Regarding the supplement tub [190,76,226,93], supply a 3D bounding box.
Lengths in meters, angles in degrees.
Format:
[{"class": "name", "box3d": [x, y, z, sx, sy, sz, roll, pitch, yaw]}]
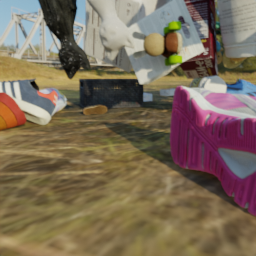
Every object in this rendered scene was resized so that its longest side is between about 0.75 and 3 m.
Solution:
[{"class": "supplement tub", "box3d": [3.628, -1.818, 12.765, 1.182, 1.182, 1.638, -1, 10, -7]}]

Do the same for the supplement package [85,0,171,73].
[{"class": "supplement package", "box3d": [0.102, -3.413, 8.181, 1.524, 2.140, 2.748, 26, 52, 12]}]

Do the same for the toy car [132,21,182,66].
[{"class": "toy car", "box3d": [0.542, -1.621, 5.513, 0.936, 0.769, 0.738, -4, 7, -5]}]

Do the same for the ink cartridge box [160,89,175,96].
[{"class": "ink cartridge box", "box3d": [2.305, -2.057, 16.135, 0.892, 0.374, 0.783, -7, 12, -29]}]

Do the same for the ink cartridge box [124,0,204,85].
[{"class": "ink cartridge box", "box3d": [0.736, -1.877, 6.210, 1.626, 1.302, 0.384, -23, -4, 29]}]

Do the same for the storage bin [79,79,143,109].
[{"class": "storage bin", "box3d": [-0.663, -1.348, 10.751, 2.277, 1.068, 1.540, -4, 12, -18]}]

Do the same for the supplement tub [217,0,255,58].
[{"class": "supplement tub", "box3d": [2.675, -2.866, 5.772, 1.656, 2.510, 1.656, -12, 18, 4]}]

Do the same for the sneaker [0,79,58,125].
[{"class": "sneaker", "box3d": [-2.810, -0.907, 6.974, 2.273, 0.961, 0.852, 23, -23, 3]}]

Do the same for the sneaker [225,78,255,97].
[{"class": "sneaker", "box3d": [5.497, -1.718, 12.765, 2.659, 1.042, 0.876, 4, 10, 13]}]

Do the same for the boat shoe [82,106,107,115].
[{"class": "boat shoe", "box3d": [-1.053, -0.562, 8.789, 0.775, 0.279, 0.279, -11, 16, -20]}]

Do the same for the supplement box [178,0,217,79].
[{"class": "supplement box", "box3d": [1.745, -2.874, 7.128, 0.883, 2.899, 1.578, -2, -6, 22]}]

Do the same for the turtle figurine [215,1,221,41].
[{"class": "turtle figurine", "box3d": [3.489, -3.766, 9.461, 1.961, 1.319, 2.620, -45, 18, -18]}]

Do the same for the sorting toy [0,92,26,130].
[{"class": "sorting toy", "box3d": [-3.535, -0.239, 6.563, 2.612, 0.906, 0.900, 5, 41, 36]}]

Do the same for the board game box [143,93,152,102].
[{"class": "board game box", "box3d": [-0.053, -1.420, 12.884, 1.673, 0.363, 1.665, -8, 13, -34]}]

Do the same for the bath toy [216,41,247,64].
[{"class": "bath toy", "box3d": [3.631, -2.561, 8.066, 2.393, 1.041, 0.885, -16, -29, 9]}]

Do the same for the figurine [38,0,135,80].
[{"class": "figurine", "box3d": [-0.836, -2.171, 5.622, 2.005, 1.956, 0.863, -13, 4, 37]}]

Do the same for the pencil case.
[{"class": "pencil case", "box3d": [-2.382, -0.719, 8.256, 0.856, 0.784, 1.886, 19, 9, -5]}]

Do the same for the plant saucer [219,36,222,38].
[{"class": "plant saucer", "box3d": [3.982, -4.041, 10.709, 0.306, 1.263, 1.263, 49, 29, 10]}]

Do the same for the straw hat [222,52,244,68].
[{"class": "straw hat", "box3d": [4.127, -2.650, 10.569, 1.051, 1.051, 0.445, -2, 36, -10]}]

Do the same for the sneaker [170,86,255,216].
[{"class": "sneaker", "box3d": [1.383, 0.124, 3.494, 1.187, 1.095, 2.691, -2, 20, -18]}]
